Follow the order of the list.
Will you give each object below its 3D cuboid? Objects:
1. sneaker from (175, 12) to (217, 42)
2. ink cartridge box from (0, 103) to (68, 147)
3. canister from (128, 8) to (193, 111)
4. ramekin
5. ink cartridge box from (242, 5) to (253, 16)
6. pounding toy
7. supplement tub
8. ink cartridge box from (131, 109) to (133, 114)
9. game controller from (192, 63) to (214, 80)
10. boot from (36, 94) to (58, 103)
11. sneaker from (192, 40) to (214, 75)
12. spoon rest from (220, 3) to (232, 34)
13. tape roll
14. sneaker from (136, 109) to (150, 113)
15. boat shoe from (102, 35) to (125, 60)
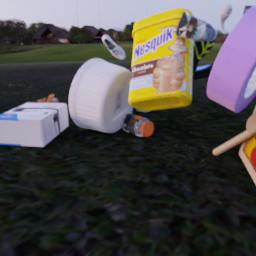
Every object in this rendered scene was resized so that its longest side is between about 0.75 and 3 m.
[{"bbox_3d":[1.884,-2.729,7.835,0.769,0.692,1.782,12,29,-15],"label":"sneaker"},{"bbox_3d":[-3.540,-0.205,10.618,1.779,1.036,2.460,2,18,8],"label":"ink cartridge box"},{"bbox_3d":[1.105,-2.155,9.242,2.178,2.933,1.269,-5,-18,34],"label":"canister"},{"bbox_3d":[-0.859,-1.162,10.914,1.384,2.840,2.840,18,24,25],"label":"ramekin"},{"bbox_3d":[5.602,-4.584,11.731,1.595,0.952,0.335,5,32,1],"label":"ink cartridge box"},{"bbox_3d":[3.688,0.282,7.190,1.989,2.576,2.798,13,19,4],"label":"pounding toy"},{"bbox_3d":[0.362,-0.087,10.739,0.749,0.749,1.222,-13,22,-36],"label":"supplement tub"},{"bbox_3d":[-0.237,-0.987,14.013,0.929,0.520,1.362,1,16,1],"label":"ink cartridge box"},{"bbox_3d":[2.499,-2.204,11.353,2.965,0.624,1.547,-6,9,39],"label":"game controller"},{"bbox_3d":[-4.625,-1.521,15.727,1.095,0.522,1.416,-14,19,-26],"label":"boot"},{"bbox_3d":[2.188,-2.459,9.930,0.788,2.089,0.798,37,25,-15],"label":"sneaker"},{"bbox_3d":[3.121,-3.510,8.997,0.456,0.917,0.278,-20,37,-18],"label":"spoon rest"},{"bbox_3d":[2.763,-1.514,6.380,0.754,2.300,2.300,35,33,26],"label":"tape roll"},{"bbox_3d":[0.792,-0.981,14.255,0.853,0.340,0.331,8,19,21],"label":"sneaker"},{"bbox_3d":[-0.657,-3.469,12.376,1.387,0.510,0.463,39,26,-26],"label":"boat shoe"}]
